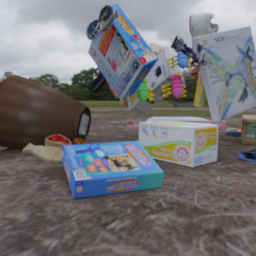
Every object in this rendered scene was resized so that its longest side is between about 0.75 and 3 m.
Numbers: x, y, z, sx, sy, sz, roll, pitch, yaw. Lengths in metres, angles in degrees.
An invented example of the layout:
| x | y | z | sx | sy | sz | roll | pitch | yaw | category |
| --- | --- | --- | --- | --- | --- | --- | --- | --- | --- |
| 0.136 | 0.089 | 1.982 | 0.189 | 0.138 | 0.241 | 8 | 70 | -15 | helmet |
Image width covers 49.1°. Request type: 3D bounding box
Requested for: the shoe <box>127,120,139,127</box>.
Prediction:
| x | y | z | sx | sy | sz | roll | pitch | yaw | category |
| --- | --- | --- | --- | --- | --- | --- | --- | --- | --- |
| 0.307 | -0.281 | 18.134 | 0.946 | 0.430 | 0.338 | -5 | 8 | -39 | shoe |

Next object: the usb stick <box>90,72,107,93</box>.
| x | y | z | sx | sy | sz | roll | pitch | yaw | category |
| --- | --- | --- | --- | --- | --- | --- | --- | --- | --- |
| -0.900 | -2.612 | 12.957 | 0.386 | 2.365 | 0.656 | 29 | 22 | -44 | usb stick |

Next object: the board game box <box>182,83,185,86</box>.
| x | y | z | sx | sy | sz | roll | pitch | yaw | category |
| --- | --- | --- | --- | --- | --- | --- | --- | --- | --- |
| 1.980 | -2.187 | 13.351 | 1.295 | 0.237 | 0.979 | -1 | 28 | 1 | board game box |

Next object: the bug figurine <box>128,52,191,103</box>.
| x | y | z | sx | sy | sz | roll | pitch | yaw | category |
| --- | --- | --- | --- | --- | --- | --- | --- | --- | --- |
| 0.993 | -1.953 | 9.579 | 2.822 | 2.188 | 0.726 | -5 | -13 | -9 | bug figurine |

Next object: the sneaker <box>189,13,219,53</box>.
| x | y | z | sx | sy | sz | roll | pitch | yaw | category |
| --- | --- | --- | --- | --- | --- | --- | --- | --- | --- |
| 2.718 | -3.104 | 9.856 | 0.988 | 0.743 | 1.984 | -5 | -39 | 18 | sneaker |

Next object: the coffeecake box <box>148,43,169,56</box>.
| x | y | z | sx | sy | sz | roll | pitch | yaw | category |
| --- | --- | --- | --- | --- | --- | --- | --- | --- | --- |
| 1.188 | -3.458 | 13.565 | 1.013 | 0.482 | 1.319 | 6 | -22 | -27 | coffeecake box |

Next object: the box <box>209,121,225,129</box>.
| x | y | z | sx | sy | sz | roll | pitch | yaw | category |
| --- | --- | --- | --- | --- | --- | --- | --- | --- | --- |
| 5.304 | -0.185 | 16.958 | 0.994 | 0.510 | 0.470 | 0 | 7 | -9 | box |

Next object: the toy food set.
| x | y | z | sx | sy | sz | roll | pitch | yaw | category |
| --- | --- | --- | --- | --- | --- | --- | --- | --- | --- |
| -1.154 | 0.724 | 7.006 | 2.460 | 0.387 | 1.564 | 16 | 26 | 15 | toy food set |

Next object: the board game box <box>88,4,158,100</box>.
| x | y | z | sx | sy | sz | roll | pitch | yaw | category |
| --- | --- | --- | --- | --- | --- | --- | --- | --- | --- |
| -0.268 | -2.189 | 8.468 | 0.578 | 2.026 | 2.069 | -31 | -8 | -27 | board game box |

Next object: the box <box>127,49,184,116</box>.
| x | y | z | sx | sy | sz | roll | pitch | yaw | category |
| --- | --- | --- | --- | --- | --- | --- | --- | --- | --- |
| 1.021 | -1.838 | 11.775 | 0.780 | 1.514 | 2.596 | 18 | -39 | -34 | box |

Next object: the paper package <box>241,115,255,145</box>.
| x | y | z | sx | sy | sz | roll | pitch | yaw | category |
| --- | --- | --- | --- | --- | --- | --- | --- | --- | --- |
| 5.891 | 0.078 | 11.736 | 2.134 | 1.104 | 2.034 | 3 | 7 | 21 | paper package |

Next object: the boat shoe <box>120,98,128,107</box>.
| x | y | z | sx | sy | sz | roll | pitch | yaw | category |
| --- | --- | --- | --- | --- | --- | --- | --- | --- | --- |
| 0.215 | -2.097 | 13.916 | 0.841 | 1.008 | 2.701 | 0 | 49 | 14 | boat shoe |

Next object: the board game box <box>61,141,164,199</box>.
| x | y | z | sx | sy | sz | roll | pitch | yaw | category |
| --- | --- | --- | --- | --- | --- | --- | --- | --- | --- |
| -0.385 | 0.823 | 6.056 | 1.870 | 0.421 | 1.422 | -2 | 26 | -21 | board game box |

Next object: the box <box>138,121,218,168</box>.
| x | y | z | sx | sy | sz | roll | pitch | yaw | category |
| --- | --- | --- | --- | --- | --- | --- | --- | --- | --- |
| 1.483 | 0.405 | 8.640 | 1.230 | 1.109 | 2.188 | -6 | 8 | -42 | box |

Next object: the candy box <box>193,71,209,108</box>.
| x | y | z | sx | sy | sz | roll | pitch | yaw | category |
| --- | --- | --- | --- | --- | --- | --- | --- | --- | --- |
| 3.190 | -1.395 | 9.576 | 2.292 | 1.172 | 0.303 | -10 | 28 | -34 | candy box |

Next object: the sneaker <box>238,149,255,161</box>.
| x | y | z | sx | sy | sz | roll | pitch | yaw | category |
| --- | --- | --- | --- | --- | --- | --- | --- | --- | --- |
| 3.929 | 0.761 | 8.357 | 1.214 | 0.473 | 0.426 | 4 | 8 | 33 | sneaker |

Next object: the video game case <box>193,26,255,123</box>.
| x | y | z | sx | sy | sz | roll | pitch | yaw | category |
| --- | --- | --- | --- | --- | --- | --- | --- | --- | --- |
| 3.235 | -1.711 | 8.692 | 2.342 | 2.569 | 0.283 | -19 | 8 | -26 | video game case |

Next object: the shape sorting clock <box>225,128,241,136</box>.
| x | y | z | sx | sy | sz | roll | pitch | yaw | category |
| --- | --- | --- | --- | --- | --- | --- | --- | --- | --- |
| 6.050 | 0.152 | 14.195 | 2.158 | 0.423 | 2.158 | 0 | 6 | 0 | shape sorting clock |

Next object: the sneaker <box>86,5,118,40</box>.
| x | y | z | sx | sy | sz | roll | pitch | yaw | category |
| --- | --- | --- | --- | --- | --- | --- | --- | --- | --- |
| -0.654 | -2.675 | 7.356 | 1.094 | 0.422 | 0.466 | -36 | -20 | 32 | sneaker |

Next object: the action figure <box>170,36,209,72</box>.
| x | y | z | sx | sy | sz | roll | pitch | yaw | category |
| --- | --- | --- | --- | --- | --- | --- | --- | --- | --- |
| 1.718 | -2.020 | 7.637 | 1.180 | 0.768 | 0.409 | 30 | -33 | -10 | action figure |

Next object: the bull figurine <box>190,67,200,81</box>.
| x | y | z | sx | sy | sz | roll | pitch | yaw | category |
| --- | --- | --- | --- | --- | --- | --- | --- | --- | --- |
| 3.977 | -2.732 | 13.910 | 1.709 | 0.917 | 2.816 | -3 | 11 | 25 | bull figurine |

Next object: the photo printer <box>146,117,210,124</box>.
| x | y | z | sx | sy | sz | roll | pitch | yaw | category |
| --- | --- | --- | --- | --- | --- | --- | --- | --- | --- |
| 2.191 | -0.023 | 13.296 | 2.737 | 0.950 | 2.277 | 0 | 6 | -8 | photo printer |

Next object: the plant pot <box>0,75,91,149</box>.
| x | y | z | sx | sy | sz | roll | pitch | yaw | category |
| --- | --- | --- | --- | --- | --- | --- | --- | --- | --- |
| -2.936 | -0.354 | 10.182 | 2.907 | 2.717 | 2.717 | 10 | 8 | 10 | plant pot |

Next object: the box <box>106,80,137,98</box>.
| x | y | z | sx | sy | sz | roll | pitch | yaw | category |
| --- | --- | --- | --- | --- | --- | --- | --- | --- | --- |
| -0.391 | -2.677 | 10.956 | 1.196 | 2.454 | 1.526 | -20 | 43 | -7 | box |
